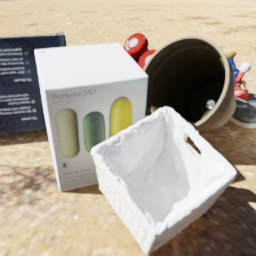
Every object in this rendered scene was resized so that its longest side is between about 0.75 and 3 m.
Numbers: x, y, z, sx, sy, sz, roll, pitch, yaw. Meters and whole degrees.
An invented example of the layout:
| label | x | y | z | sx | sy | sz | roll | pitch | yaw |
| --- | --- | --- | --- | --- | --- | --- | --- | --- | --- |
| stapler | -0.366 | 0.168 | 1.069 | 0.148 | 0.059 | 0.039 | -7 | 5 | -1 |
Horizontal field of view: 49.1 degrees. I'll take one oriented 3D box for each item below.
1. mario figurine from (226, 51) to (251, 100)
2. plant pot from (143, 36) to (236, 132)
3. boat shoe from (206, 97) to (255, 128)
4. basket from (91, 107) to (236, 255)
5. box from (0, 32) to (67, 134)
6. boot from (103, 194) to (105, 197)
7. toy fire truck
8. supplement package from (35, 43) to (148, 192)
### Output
| label | x | y | z | sx | sy | sz | roll | pitch | yaw |
| --- | --- | --- | --- | --- | --- | --- | --- | --- | --- |
| mario figurine | 4.025 | -1.923 | 10.454 | 1.004 | 1.894 | 1.169 | -23 | 16 | 12 |
| plant pot | 1.947 | -0.928 | 8.054 | 2.625 | 2.625 | 2.277 | 28 | 6 | 39 |
| boat shoe | 3.458 | -0.968 | 9.697 | 1.025 | 0.869 | 2.814 | -13 | 32 | -19 |
| basket | 0.567 | 0.952 | 5.171 | 1.846 | 1.485 | 1.830 | -30 | 60 | -21 |
| box | -3.057 | -1.341 | 8.341 | 2.643 | 2.688 | 1.578 | -6 | 17 | -10 |
| boot | 0.069 | 1.295 | 6.395 | 1.302 | 0.441 | 0.851 | 6 | 26 | -7 |
| toy fire truck | 0.326 | -1.820 | 10.135 | 2.329 | 1.555 | 2.773 | -41 | 53 | 12 |
| supplement package | -0.904 | -0.308 | 6.619 | 2.034 | 2.680 | 2.019 | -10 | 38 | -16 |
